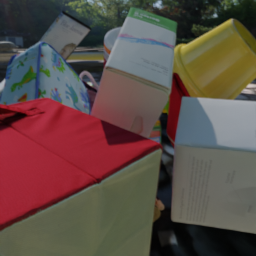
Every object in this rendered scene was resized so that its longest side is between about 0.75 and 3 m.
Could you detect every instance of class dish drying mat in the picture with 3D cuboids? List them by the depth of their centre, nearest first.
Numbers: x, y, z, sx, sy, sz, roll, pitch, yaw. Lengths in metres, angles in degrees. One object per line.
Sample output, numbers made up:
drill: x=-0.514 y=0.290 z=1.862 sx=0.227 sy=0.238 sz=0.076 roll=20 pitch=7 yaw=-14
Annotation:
dish drying mat: x=1.232 y=-0.076 z=6.770 sx=0.265 sy=2.908 sz=1.117 roll=-21 pitch=66 yaw=-2

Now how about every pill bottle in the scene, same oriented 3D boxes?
pill bottle: x=-0.131 y=-2.081 z=10.274 sx=1.553 sy=2.749 sz=1.553 roll=3 pitch=49 yaw=-3

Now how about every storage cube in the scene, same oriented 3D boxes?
storage cube: x=-1.228 y=1.120 z=3.619 sx=2.364 sy=2.630 sz=2.248 roll=22 pitch=27 yaw=35

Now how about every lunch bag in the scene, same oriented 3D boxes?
lunch bag: x=-1.753 y=-0.262 z=6.471 sx=1.203 sy=2.345 sz=2.918 roll=-21 pitch=54 yaw=18

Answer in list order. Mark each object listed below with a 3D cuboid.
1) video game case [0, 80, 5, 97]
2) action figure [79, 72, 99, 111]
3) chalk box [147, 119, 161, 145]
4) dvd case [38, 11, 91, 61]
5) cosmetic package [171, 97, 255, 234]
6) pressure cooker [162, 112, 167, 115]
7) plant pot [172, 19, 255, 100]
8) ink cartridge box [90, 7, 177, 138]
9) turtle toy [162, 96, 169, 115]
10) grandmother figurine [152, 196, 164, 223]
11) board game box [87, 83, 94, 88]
video game case: x=-2.614 y=-0.441 z=7.637 sx=0.292 sy=2.270 sz=2.497 roll=-12 pitch=32 yaw=11
action figure: x=-0.878 y=-0.900 z=9.923 sx=2.509 sy=1.868 sz=1.681 roll=27 pitch=44 yaw=-17
chalk box: x=0.287 y=0.366 z=7.713 sx=1.189 sy=1.183 sz=1.911 roll=0 pitch=19 yaw=1
dvd case: x=-1.933 y=-2.459 z=8.044 sx=0.143 sy=1.629 sz=1.162 roll=55 pitch=22 yaw=22
cosmetic package: x=1.896 y=0.711 z=4.952 sx=2.133 sy=2.126 sz=1.311 roll=5 pitch=42 yaw=11
pressure cooker: x=1.901 y=-1.804 z=12.201 sx=2.341 sy=2.378 sz=2.662 roll=-26 pitch=12 yaw=20
plant pot: x=2.843 y=-1.946 z=9.121 sx=2.623 sy=2.789 sz=2.789 roll=-39 pitch=-8 yaw=38
ink cartridge box: x=0.095 y=-0.944 z=5.757 sx=1.182 sy=1.963 sz=2.702 roll=18 pitch=43 yaw=-6
turtle toy: x=1.814 y=-0.844 z=10.456 sx=0.775 sy=1.534 sz=1.118 roll=-22 pitch=-8 yaw=-31
grandmother figurine: x=0.329 y=1.345 z=5.732 sx=0.990 sy=0.494 sz=1.632 roll=43 pitch=7 yaw=-8
board game box: x=-2.286 y=-2.154 z=15.686 sx=0.599 sy=0.589 sz=1.143 roll=0 pitch=20 yaw=0
